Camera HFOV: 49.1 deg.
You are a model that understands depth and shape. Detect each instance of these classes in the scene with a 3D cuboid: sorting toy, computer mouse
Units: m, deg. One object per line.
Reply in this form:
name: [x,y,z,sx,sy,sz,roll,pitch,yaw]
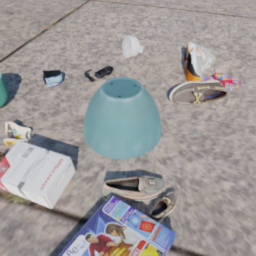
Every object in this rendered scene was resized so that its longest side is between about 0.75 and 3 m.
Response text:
sorting toy: [-3.724,0.243,9.482,0.826,0.490,0.917,-4,40,-16]
computer mouse: [-1.333,-2.451,12.595,1.292,0.297,0.907,-34,51,-22]

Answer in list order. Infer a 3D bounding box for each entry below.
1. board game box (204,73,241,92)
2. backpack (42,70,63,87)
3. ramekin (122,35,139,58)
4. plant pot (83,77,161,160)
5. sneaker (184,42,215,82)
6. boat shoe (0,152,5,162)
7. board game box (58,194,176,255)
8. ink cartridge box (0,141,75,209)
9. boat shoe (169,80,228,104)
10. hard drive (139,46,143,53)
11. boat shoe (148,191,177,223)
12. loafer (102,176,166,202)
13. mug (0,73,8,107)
board game box: [4.153,-2.135,12.200,1.572,0.306,1.242,22,46,22]
backpack: [-3.206,-2.139,11.992,0.782,0.574,0.715,-13,43,-6]
ramekin: [0.147,-3.970,13.746,0.497,1.067,1.067,-6,41,-27]
plant pot: [-0.193,-0.585,9.332,2.737,1.844,2.737,0,41,0]
sneaker: [3.305,-2.981,12.615,1.341,1.103,2.915,8,44,2]
boat shoe: [-3.882,1.183,8.428,0.404,0.403,1.119,-5,42,-6]
board game box: [-0.475,3.061,6.258,1.958,0.499,2.893,25,48,25]
ink cartridge box: [-2.645,1.292,7.927,1.842,0.763,1.352,16,52,18]
boat shoe: [2.778,-1.315,10.915,2.362,0.848,0.703,-11,39,-20]
hard drive: [0.338,-4.111,14.540,0.872,0.116,0.575,6,42,6]
boat shoe: [0.960,2.077,7.476,0.415,0.344,1.156,31,50,30]
loafer: [0.186,1.649,7.780,1.825,0.574,0.656,-7,42,-7]
mug: [-5.558,-1.315,10.604,1.917,1.185,1.575,-2,43,4]
